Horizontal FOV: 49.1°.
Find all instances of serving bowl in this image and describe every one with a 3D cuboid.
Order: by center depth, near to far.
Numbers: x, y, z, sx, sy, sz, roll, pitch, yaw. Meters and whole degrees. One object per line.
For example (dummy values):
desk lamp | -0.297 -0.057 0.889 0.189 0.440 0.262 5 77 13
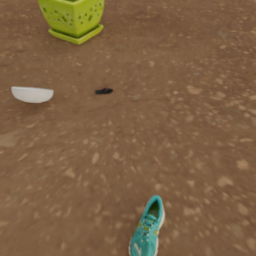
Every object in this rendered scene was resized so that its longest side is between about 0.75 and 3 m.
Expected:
serving bowl | -3.722 -1.266 10.907 1.542 0.507 1.542 5 9 -1

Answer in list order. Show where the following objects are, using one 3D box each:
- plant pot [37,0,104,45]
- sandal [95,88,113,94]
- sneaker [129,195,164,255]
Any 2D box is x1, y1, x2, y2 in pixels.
plant pot | -2.866 -5.998 14.806 2.540 2.317 2.553 24 49 24
sandal | -0.999 -1.550 11.716 0.768 0.184 0.289 -8 48 -14
sneaker | 0.480 2.543 7.085 0.717 0.737 1.851 11 46 12
